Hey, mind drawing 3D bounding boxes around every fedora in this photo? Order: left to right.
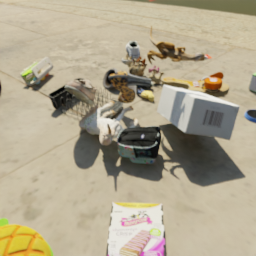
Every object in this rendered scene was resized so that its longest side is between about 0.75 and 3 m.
[{"bbox_3d":[-0.666,-2.235,13.066,0.517,1.012,1.145,17,-6,-34],"label":"fedora"}]

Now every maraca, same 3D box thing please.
[{"bbox_3d":[-2.484,2.496,5.626,2.129,1.139,1.460,20,20,26],"label":"maraca"}]

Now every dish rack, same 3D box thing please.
[{"bbox_3d":[-1.609,-1.108,11.376,2.641,0.720,2.026,19,40,25],"label":"dish rack"}]

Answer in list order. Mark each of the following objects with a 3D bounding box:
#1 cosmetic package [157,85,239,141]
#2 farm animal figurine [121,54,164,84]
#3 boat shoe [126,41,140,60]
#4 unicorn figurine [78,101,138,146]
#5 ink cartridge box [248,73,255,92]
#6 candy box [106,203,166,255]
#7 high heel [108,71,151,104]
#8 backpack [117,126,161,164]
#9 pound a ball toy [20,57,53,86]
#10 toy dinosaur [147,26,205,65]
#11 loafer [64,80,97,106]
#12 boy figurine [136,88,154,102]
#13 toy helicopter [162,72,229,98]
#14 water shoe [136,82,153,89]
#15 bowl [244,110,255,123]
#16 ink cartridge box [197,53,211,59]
[{"bbox_3d":[2.147,-0.606,9.277,1.567,1.127,2.778,10,12,-13],"label":"cosmetic package"},{"bbox_3d":[0.667,-2.711,13.551,1.743,0.919,1.763,1,36,-43],"label":"farm animal figurine"},{"bbox_3d":[0.354,-4.898,16.969,0.847,0.769,2.303,-5,34,-8],"label":"boat shoe"},{"bbox_3d":[-0.649,-0.118,9.394,2.844,1.050,1.954,-4,29,49],"label":"unicorn figurine"},{"bbox_3d":[6.729,-2.135,12.798,1.954,0.821,1.421,-26,41,-33],"label":"ink cartridge box"},{"bbox_3d":[0.179,2.507,6.120,1.240,0.555,1.818,1,33,2],"label":"candy box"},{"bbox_3d":[-0.334,-1.419,9.972,1.486,2.085,0.744,5,73,-28],"label":"high heel"},{"bbox_3d":[0.331,0.495,8.713,1.317,0.992,1.169,4,35,13],"label":"backpack"},{"bbox_3d":[-4.564,-2.743,13.926,1.277,0.832,1.959,-16,28,23],"label":"pound a ball toy"},{"bbox_3d":[1.134,-2.426,8.692,2.529,0.764,1.343,37,36,30],"label":"toy dinosaur"},{"bbox_3d":[-1.528,-1.339,9.519,0.846,0.740,2.354,26,-4,4],"label":"loafer"},{"bbox_3d":[0.817,-1.448,12.247,0.605,0.313,0.973,-25,42,-36],"label":"boy figurine"},{"bbox_3d":[2.904,-1.901,12.243,2.972,1.172,1.965,15,36,30],"label":"toy helicopter"},{"bbox_3d":[0.522,-2.007,13.078,1.346,0.481,0.531,18,66,22],"label":"water shoe"},{"bbox_3d":[4.983,-0.466,10.912,0.835,0.164,0.835,0,34,0],"label":"bowl"},{"bbox_3d":[4.498,-4.270,16.567,0.761,0.191,0.617,-11,36,-11],"label":"ink cartridge box"}]
